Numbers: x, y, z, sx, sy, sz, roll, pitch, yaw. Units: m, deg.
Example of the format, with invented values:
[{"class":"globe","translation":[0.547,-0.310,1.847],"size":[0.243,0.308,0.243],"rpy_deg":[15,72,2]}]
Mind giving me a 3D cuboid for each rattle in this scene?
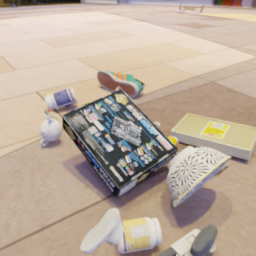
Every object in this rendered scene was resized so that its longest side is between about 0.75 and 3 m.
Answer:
[{"class":"rattle","translation":[-3.146,-0.398,11.225],"size":[0.593,0.911,0.651],"rpy_deg":[-17,0,14]}]

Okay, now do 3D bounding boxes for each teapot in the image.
[{"class":"teapot","translation":[-2.930,0.119,10.265],"size":[0.883,0.894,0.653],"rpy_deg":[-24,-3,26]}]

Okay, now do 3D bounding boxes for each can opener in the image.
[{"class":"can opener","translation":[0.972,2.791,5.997],"size":[2.505,0.837,0.668],"rpy_deg":[-17,38,-34]}]

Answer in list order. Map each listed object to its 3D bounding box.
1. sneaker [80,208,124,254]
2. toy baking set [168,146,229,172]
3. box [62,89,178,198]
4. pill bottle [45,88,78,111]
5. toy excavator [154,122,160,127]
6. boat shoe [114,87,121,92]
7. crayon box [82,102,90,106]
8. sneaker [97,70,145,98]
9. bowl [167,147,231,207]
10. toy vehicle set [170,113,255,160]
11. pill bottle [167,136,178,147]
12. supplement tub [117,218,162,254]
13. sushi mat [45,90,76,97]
[{"class":"sneaker","translation":[-0.423,2.102,5.303],"size":[0.382,0.600,1.038],"rpy_deg":[1,29,38]},{"class":"toy baking set","translation":[2.273,1.134,9.413],"size":[2.124,0.247,1.630],"rpy_deg":[-14,27,-35]},{"class":"box","translation":[-0.293,0.305,8.646],"size":[2.331,0.675,2.932],"rpy_deg":[-29,65,-29]},{"class":"pill bottle","translation":[-3.050,-1.285,12.787],"size":[1.332,0.771,0.771],"rpy_deg":[-20,34,-7]},{"class":"toy excavator","translation":[0.784,0.225,10.176],"size":[0.814,0.407,0.792],"rpy_deg":[-14,60,33]},{"class":"boat shoe","translation":[-0.595,-1.303,12.797],"size":[0.704,0.742,1.961],"rpy_deg":[-25,20,20]},{"class":"crayon box","translation":[-1.539,-0.418,11.437],"size":[0.374,0.763,1.284],"rpy_deg":[-20,33,-2]},{"class":"sneaker","translation":[-0.385,-2.381,14.671],"size":[2.750,0.982,1.099],"rpy_deg":[28,38,27]},{"class":"bowl","translation":[1.686,1.133,7.554],"size":[1.983,1.983,0.931],"rpy_deg":[-25,63,-35]},{"class":"toy vehicle set","translation":[3.270,0.228,10.604],"size":[2.876,0.381,1.787],"rpy_deg":[15,33,29]},{"class":"pill bottle","translation":[1.454,0.587,9.885],"size":[0.483,0.483,0.884],"rpy_deg":[16,21,25]},{"class":"supplement tub","translation":[0.232,2.524,6.630],"size":[0.993,0.722,0.722],"rpy_deg":[-5,31,-10]},{"class":"sushi mat","translation":[-3.471,-1.732,14.346],"size":[1.493,0.090,0.714],"rpy_deg":[-13,35,-21]}]
